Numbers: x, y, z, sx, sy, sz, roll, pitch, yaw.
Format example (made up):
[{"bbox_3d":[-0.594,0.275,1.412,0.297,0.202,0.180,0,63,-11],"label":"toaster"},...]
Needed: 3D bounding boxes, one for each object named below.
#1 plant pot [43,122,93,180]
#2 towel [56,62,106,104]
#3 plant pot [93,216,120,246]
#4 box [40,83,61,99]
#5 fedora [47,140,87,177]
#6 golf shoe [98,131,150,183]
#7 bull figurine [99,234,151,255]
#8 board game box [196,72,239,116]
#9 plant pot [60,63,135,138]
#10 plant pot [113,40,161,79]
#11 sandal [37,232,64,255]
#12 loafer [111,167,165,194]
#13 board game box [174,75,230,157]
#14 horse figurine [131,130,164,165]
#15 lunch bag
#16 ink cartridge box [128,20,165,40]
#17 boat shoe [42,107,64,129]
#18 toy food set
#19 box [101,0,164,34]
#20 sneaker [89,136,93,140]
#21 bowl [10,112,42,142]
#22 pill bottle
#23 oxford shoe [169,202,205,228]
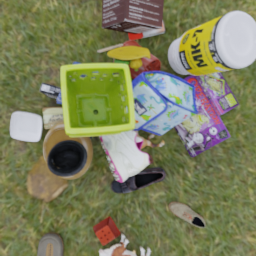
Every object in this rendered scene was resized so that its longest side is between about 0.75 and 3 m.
[{"bbox_3d":[-2.150,0.787,9.580,2.021,0.278,2.021,1,93,22],"label":"plant pot"},{"bbox_3d":[-1.361,-1.227,8.611,1.296,1.790,0.213,10,53,-26],"label":"towel"},{"bbox_3d":[-0.791,3.751,9.993,0.759,0.670,0.760,-33,86,-2],"label":"plant pot"},{"bbox_3d":[-2.334,-1.196,10.140,1.423,1.122,0.354,15,87,-2],"label":"box"},{"bbox_3d":[-1.690,0.925,8.061,1.199,0.548,1.199,-4,67,9],"label":"fedora"},{"bbox_3d":[-0.258,0.391,8.886,1.267,1.042,2.768,-21,54,-7],"label":"golf shoe"},{"bbox_3d":[-0.096,4.528,9.958,1.833,0.597,1.113,26,85,2],"label":"bull figurine"},{"bbox_3d":[3.354,-1.381,10.499,1.016,0.273,1.693,-25,84,-29],"label":"board game box"},{"bbox_3d":[-0.879,-0.605,7.575,1.757,1.602,1.765,-4,80,-13],"label":"plant pot"},{"bbox_3d":[0.383,-2.251,9.995,1.283,1.319,1.319,38,85,29],"label":"plant pot"},{"bbox_3d":[-2.765,5.243,9.784,1.212,0.810,2.967,3,85,0],"label":"sandal"},{"bbox_3d":[0.355,1.885,10.162,2.076,0.654,0.746,-16,85,-1],"label":"loafer"},{"bbox_3d":[2.427,-0.469,10.532,1.639,0.441,2.730,-29,85,-6],"label":"board game box"},{"bbox_3d":[0.226,0.040,9.969,1.831,0.689,2.762,-14,81,-36],"label":"horse figurine"},{"bbox_3d":[0.789,-0.815,9.116,2.284,1.942,1.456,20,54,-29],"label":"lunch bag"},{"bbox_3d":[0.621,-4.101,10.845,1.395,0.350,1.132,-12,85,0],"label":"ink cartridge box"},{"bbox_3d":[-1.764,-0.368,10.256,2.641,0.968,0.828,0,95,1],"label":"boat shoe"},{"bbox_3d":[-0.067,-2.168,8.872,1.057,1.797,0.587,-27,125,-27],"label":"toy food set"},{"bbox_3d":[0.151,-4.450,9.757,1.606,1.623,1.956,-3,99,-34],"label":"box"},{"bbox_3d":[-1.908,0.308,10.347,1.232,0.521,0.459,7,81,-3],"label":"sneaker"},{"bbox_3d":[-3.657,-0.076,10.154,1.085,0.406,1.087,10,112,-10],"label":"bowl"},{"bbox_3d":[2.624,-2.573,9.159,1.611,2.819,1.611,-1,93,-24],"label":"pill bottle"},{"bbox_3d":[2.160,3.130,10.108,1.453,0.543,0.512,27,85,2],"label":"oxford shoe"}]
